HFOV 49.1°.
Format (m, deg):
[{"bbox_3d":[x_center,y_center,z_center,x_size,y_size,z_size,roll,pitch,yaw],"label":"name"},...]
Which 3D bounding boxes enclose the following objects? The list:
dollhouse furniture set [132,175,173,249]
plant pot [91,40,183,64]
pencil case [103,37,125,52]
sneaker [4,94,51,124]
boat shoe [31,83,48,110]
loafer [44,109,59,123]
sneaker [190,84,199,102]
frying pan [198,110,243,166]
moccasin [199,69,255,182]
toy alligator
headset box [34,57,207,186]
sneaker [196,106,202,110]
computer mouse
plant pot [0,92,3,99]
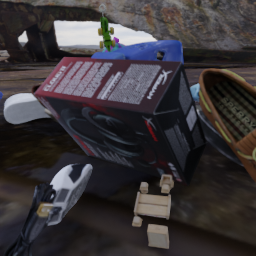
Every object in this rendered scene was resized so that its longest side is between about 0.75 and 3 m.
[{"bbox_3d":[0.316,0.964,3.352,0.403,0.344,0.777,3,43,13],"label":"dollhouse furniture set"},{"bbox_3d":[0.155,-1.360,8.604,2.137,2.377,2.376,-13,20,-22],"label":"plant pot"},{"bbox_3d":[-1.003,-2.252,11.180,1.103,2.591,1.197,30,-8,28],"label":"pencil case"},{"bbox_3d":[-2.751,-0.830,9.179,2.505,0.923,1.448,-9,21,-24],"label":"sneaker"},{"bbox_3d":[-1.346,-0.595,6.638,2.263,0.797,0.796,11,-14,28],"label":"boat shoe"},{"bbox_3d":[-1.618,-0.409,7.643,1.901,0.649,0.719,20,-16,42],"label":"loafer"},{"bbox_3d":[2.094,-0.993,7.848,0.658,0.594,1.607,10,6,-26],"label":"sneaker"},{"bbox_3d":[1.746,-0.089,5.812,1.607,0.432,2.657,18,25,-39],"label":"frying pan"},{"bbox_3d":[1.985,0.110,3.879,1.057,1.116,2.891,-35,52,11],"label":"moccasin"},{"bbox_3d":[-0.678,-2.937,8.438,0.472,1.425,0.342,-8,12,-13],"label":"toy alligator"},{"bbox_3d":[-0.175,-0.173,4.822,2.566,1.910,0.991,11,58,33],"label":"headset box"},{"bbox_3d":[1.895,-0.215,7.419,1.294,0.687,0.484,-9,19,-30],"label":"sneaker"},{"bbox_3d":[-0.906,0.871,3.521,0.377,0.942,1.718,24,13,5],"label":"computer mouse"},{"bbox_3d":[-4.525,-0.948,8.467,0.870,0.870,0.782,33,4,14],"label":"plant pot"}]
